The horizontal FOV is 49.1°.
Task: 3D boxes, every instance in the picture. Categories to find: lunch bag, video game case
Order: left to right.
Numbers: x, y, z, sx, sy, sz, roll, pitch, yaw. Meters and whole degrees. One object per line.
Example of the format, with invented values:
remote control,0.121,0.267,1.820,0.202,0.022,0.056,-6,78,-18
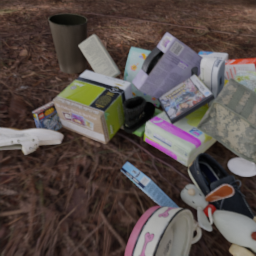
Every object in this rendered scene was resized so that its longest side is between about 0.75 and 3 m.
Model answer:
lunch bag,0.788,-2.179,11.452,1.823,2.140,1.305,18,44,6
video game case,1.874,-0.984,9.374,1.578,0.201,1.426,-32,39,10
lunch bag,3.714,-0.180,8.756,2.409,1.417,1.976,36,45,12

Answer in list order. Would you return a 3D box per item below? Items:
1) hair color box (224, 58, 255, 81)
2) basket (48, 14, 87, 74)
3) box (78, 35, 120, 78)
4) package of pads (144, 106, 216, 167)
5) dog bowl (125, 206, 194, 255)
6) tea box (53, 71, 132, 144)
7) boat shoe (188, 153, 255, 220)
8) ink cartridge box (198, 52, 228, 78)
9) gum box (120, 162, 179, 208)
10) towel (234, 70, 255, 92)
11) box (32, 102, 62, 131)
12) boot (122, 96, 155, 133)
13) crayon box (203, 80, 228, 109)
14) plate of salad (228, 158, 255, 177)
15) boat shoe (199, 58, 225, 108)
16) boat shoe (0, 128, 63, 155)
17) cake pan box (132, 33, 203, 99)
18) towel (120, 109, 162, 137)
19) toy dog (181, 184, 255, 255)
hair color box,4.538,-2.209,11.155,0.545,0.945,1.705,-35,25,-21
basket,-2.937,-4.240,14.296,1.737,2.554,2.303,-24,43,-29
box,-1.221,-2.969,12.213,0.909,1.914,0.744,-30,4,11
package of pads,2.021,0.038,9.927,1.992,0.879,2.579,31,46,33
dog bowl,0.648,2.495,5.807,0.705,1.912,1.912,13,37,35
tea box,-1.189,-0.813,10.216,2.066,1.381,2.033,20,50,25
boat shoe,2.554,1.740,7.592,1.003,0.837,2.688,-13,45,-19
ink cartridge box,3.901,-2.951,13.704,1.413,0.815,1.948,14,41,26
gum box,0.558,1.546,7.040,0.307,1.380,1.173,-47,30,-9
towel,4.718,-0.980,10.293,1.841,2.150,0.518,10,18,16
box,-2.735,-0.432,10.401,0.306,1.050,1.534,22,41,32
boot,0.447,-0.708,10.022,0.653,1.297,1.735,27,53,22
crayon box,3.392,-1.160,11.428,1.226,0.491,1.931,21,69,25
plate of salad,3.600,1.246,8.769,0.919,0.221,0.919,-5,32,3
boat shoe,2.832,-1.600,10.121,1.028,2.412,0.891,25,70,27
boat shoe,-3.405,0.518,9.445,2.380,0.843,0.825,1,66,-15
cake pan box,1.520,-1.990,10.043,2.296,2.115,0.601,15,27,-43
towel,-0.043,-0.512,11.189,2.406,0.369,1.795,24,45,26
toy dog,2.241,2.124,6.472,2.319,1.117,1.529,14,65,20
